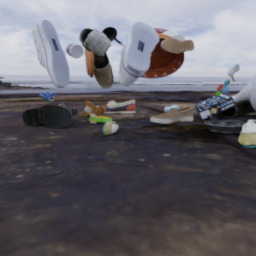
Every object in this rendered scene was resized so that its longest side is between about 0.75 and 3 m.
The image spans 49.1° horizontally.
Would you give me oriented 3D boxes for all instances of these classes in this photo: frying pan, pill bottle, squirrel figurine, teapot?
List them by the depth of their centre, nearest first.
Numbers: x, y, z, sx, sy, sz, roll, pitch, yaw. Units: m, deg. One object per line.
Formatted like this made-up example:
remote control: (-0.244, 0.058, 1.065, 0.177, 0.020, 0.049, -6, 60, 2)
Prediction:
pill bottle: (-1.841, -2.630, 9.506, 0.471, 0.471, 0.814, -4, 20, -24)
frying pan: (3.393, -0.137, 10.723, 1.639, 0.441, 2.709, -4, 8, -26)
teapot: (7.149, -1.490, 13.562, 2.957, 2.996, 2.188, -34, -20, -18)
pill bottle: (1.773, -4.159, 13.791, 1.324, 1.324, 2.319, -4, 25, -23)
frying pan: (-0.730, -4.670, 14.141, 1.487, 0.899, 0.242, -1, 50, -33)
squirrel figurine: (-1.771, -0.891, 14.841, 1.135, 0.803, 1.059, 17, 3, 13)

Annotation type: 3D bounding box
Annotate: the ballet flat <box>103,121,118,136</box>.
ballet flat: (-0.595, -0.010, 9.933, 0.487, 0.487, 1.379, 0, 8, 2)

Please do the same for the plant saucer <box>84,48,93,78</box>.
plant saucer: (-1.748, -3.108, 12.427, 0.284, 1.760, 1.760, -6, 10, -10)

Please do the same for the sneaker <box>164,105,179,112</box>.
sneaker: (2.686, -1.069, 16.643, 1.096, 0.405, 0.449, -15, 26, -33)

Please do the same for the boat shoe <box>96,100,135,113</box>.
boat shoe: (-0.756, -1.239, 16.398, 2.399, 0.751, 0.854, 0, 11, 9)

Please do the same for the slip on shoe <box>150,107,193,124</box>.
slip on shoe: (1.987, -0.585, 12.653, 2.196, 0.665, 0.835, -4, 10, -21)

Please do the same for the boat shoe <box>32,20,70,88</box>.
boat shoe: (-2.997, -2.719, 10.719, 0.867, 2.653, 0.976, -18, -7, 31)

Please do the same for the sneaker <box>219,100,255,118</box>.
sneaker: (6.074, -1.061, 14.818, 2.921, 1.092, 1.551, -9, 12, 9)

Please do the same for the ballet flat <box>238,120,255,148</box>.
ballet flat: (3.737, 0.107, 8.492, 0.699, 0.699, 1.977, 5, 11, 29)

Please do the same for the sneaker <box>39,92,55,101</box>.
sneaker: (-3.201, -1.288, 11.081, 0.315, 0.350, 0.851, 36, 10, 12)

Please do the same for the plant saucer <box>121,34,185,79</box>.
plant saucer: (1.086, -3.199, 12.546, 2.834, 0.457, 2.834, 2, -26, 1)

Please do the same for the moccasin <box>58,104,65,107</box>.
moccasin: (-3.630, -0.927, 14.627, 0.661, 0.698, 1.807, -1, 9, -5)

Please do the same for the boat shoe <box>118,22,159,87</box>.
boat shoe: (0.227, -2.423, 8.968, 1.060, 0.942, 2.881, 32, 44, -10)

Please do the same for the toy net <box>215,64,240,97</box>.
toy net: (4.095, -2.019, 11.677, 0.831, 1.585, 0.306, -10, 46, -21)

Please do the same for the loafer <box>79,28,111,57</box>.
loafer: (-1.075, -2.649, 8.278, 0.738, 0.740, 2.115, 37, 4, -28)

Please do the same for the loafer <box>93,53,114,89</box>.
loafer: (-1.257, -2.824, 13.085, 0.965, 2.550, 0.871, -15, 38, 0)

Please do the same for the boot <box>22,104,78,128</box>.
boot: (-2.961, -0.649, 12.246, 2.708, 0.937, 2.357, 2, 10, 27)

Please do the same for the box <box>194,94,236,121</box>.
box: (4.222, -1.101, 13.928, 1.682, 0.487, 2.116, -25, 9, 11)

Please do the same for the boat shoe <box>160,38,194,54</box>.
boat shoe: (1.893, -3.203, 11.110, 1.679, 0.604, 0.544, -14, 5, -33)

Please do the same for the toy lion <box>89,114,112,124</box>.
toy lion: (-1.229, -0.399, 12.757, 1.029, 0.369, 1.073, 6, 8, -15)
